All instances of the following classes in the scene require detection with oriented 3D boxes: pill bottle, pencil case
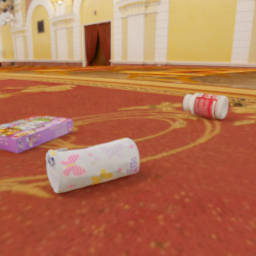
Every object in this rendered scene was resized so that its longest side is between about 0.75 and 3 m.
[{"bbox_3d":[3.925,-1.153,14.307,2.041,1.146,1.146,13,21,34],"label":"pill bottle"},{"bbox_3d":[-0.934,0.961,7.609,2.502,1.040,1.135,-8,43,-27],"label":"pencil case"}]

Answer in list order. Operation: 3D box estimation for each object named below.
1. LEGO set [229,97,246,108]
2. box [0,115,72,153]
[{"bbox_3d":[6.749,-1.638,17.158,1.051,0.609,0.808,9,19,29],"label":"LEGO set"},{"bbox_3d":[-3.969,0.127,11.242,2.028,0.579,2.963,9,19,28],"label":"box"}]
